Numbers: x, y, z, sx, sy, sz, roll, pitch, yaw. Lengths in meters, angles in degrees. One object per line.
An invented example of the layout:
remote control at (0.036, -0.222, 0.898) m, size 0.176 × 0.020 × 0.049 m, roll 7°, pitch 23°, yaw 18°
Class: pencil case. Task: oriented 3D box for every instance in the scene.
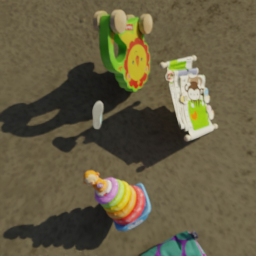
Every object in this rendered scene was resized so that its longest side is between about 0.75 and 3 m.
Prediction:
pencil case at (1.036, 4.249, 8.483) m, size 2.766 × 1.278 × 1.177 m, roll -27°, pitch 105°, yaw -6°

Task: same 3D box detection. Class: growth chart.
growth chart at (2.150, -1.012, 9.479) m, size 2.113 × 0.259 × 2.920 m, roll -28°, pitch 104°, yaw -37°

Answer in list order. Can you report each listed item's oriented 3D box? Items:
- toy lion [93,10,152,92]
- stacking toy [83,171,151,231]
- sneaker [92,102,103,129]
toy lion at (-0.017, -2.530, 9.626) m, size 0.943 × 2.746 × 2.632 m, roll 11°, pitch 110°, yaw 30°
stacking toy at (-0.488, 1.959, 8.369) m, size 1.372 × 2.364 × 1.297 m, roll -35°, pitch 37°, yaw 11°
sneaker at (-1.059, -0.458, 9.589) m, size 0.351 × 0.389 × 0.949 m, roll 9°, pitch 103°, yaw -8°
